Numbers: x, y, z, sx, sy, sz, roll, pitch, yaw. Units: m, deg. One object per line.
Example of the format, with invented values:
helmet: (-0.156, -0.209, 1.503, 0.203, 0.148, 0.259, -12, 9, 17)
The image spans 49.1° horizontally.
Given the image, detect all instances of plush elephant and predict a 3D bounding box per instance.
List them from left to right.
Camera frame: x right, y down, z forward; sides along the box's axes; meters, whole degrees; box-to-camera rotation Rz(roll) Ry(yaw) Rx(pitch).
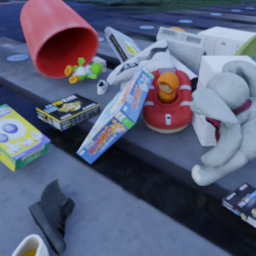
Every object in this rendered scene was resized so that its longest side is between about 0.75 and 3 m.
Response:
plush elephant: (2.258, -0.267, 6.296, 2.193, 2.663, 2.062, -29, 79, -31)

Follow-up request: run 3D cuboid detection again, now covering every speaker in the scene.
speaker: (1.901, -2.125, 10.716, 0.682, 0.682, 1.680, -20, 53, -30)

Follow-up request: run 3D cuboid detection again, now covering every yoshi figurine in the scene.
yoshi figurine: (-1.707, -2.373, 11.581, 0.922, 0.925, 1.646, 26, 33, 30)

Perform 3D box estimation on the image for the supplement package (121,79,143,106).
supplement package: (0.456, -1.356, 10.351, 1.306, 0.715, 0.743, 20, 36, 29)

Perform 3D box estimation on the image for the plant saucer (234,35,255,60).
plant saucer: (3.934, -2.056, 8.740, 2.218, 2.218, 0.345, -15, 44, -23)

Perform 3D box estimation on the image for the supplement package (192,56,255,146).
supplement package: (2.713, -0.759, 7.874, 1.347, 2.222, 1.331, 0, 32, -2)

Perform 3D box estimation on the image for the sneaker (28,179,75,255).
sneaker: (-1.385, 1.677, 5.516, 0.847, 0.488, 1.623, -26, 36, -29)

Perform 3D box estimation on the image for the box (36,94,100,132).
box: (-1.978, -0.565, 9.350, 1.330, 0.411, 1.665, 24, 38, 36)

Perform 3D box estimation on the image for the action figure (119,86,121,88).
action figure: (-0.062, -1.815, 11.327, 0.558, 0.479, 0.939, 14, 32, -5)

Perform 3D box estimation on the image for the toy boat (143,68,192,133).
toy boat: (1.198, -1.055, 8.522, 1.539, 1.541, 2.358, -1, 61, 6)

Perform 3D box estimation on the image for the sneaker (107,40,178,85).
sneaker: (0.579, -1.929, 10.064, 2.530, 1.454, 0.951, -33, 12, -3)

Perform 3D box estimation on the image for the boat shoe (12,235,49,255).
boat shoe: (-1.761, 2.468, 3.961, 0.742, 0.731, 2.092, 8, 32, 13)

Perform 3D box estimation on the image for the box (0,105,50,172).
box: (-3.057, 0.115, 7.026, 1.950, 0.472, 1.144, 34, 36, 15)

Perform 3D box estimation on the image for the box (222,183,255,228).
box: (2.590, 1.609, 5.917, 0.853, 0.212, 0.847, -21, 38, -32)

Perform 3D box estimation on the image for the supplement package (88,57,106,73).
supplement package: (-1.482, -2.983, 13.253, 0.520, 0.526, 0.868, -19, 36, -29)

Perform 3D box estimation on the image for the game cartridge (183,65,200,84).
game cartridge: (2.123, -2.571, 12.565, 2.461, 0.472, 1.596, 16, 36, 25)

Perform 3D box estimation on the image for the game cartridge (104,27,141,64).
game cartridge: (0.095, -3.133, 11.941, 1.702, 0.517, 2.553, 12, 43, -53)

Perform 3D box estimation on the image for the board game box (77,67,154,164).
board game box: (-0.255, -0.451, 7.806, 0.480, 1.886, 2.786, 40, 32, -11)

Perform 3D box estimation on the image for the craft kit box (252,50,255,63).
craft kit box: (3.816, -1.201, 7.433, 0.656, 2.669, 2.702, 4, 53, 9)

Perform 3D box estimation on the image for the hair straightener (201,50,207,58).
hair straightener: (3.156, -2.603, 11.439, 0.307, 1.502, 0.578, -27, 13, 5)

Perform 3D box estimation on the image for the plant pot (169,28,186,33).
plant pot: (1.947, -3.571, 12.331, 1.391, 1.391, 0.974, 10, 41, 16)

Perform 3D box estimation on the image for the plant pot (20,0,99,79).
plant pot: (-3.033, -3.918, 11.650, 2.842, 2.842, 2.514, -21, 67, -31)

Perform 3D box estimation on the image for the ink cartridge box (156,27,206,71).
ink cartridge box: (2.118, -3.080, 11.175, 1.762, 0.545, 2.173, 18, -5, 14)

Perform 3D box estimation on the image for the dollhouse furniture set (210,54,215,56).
dollhouse furniture set: (2.914, -1.747, 9.061, 0.981, 1.095, 1.382, 7, 0, 7)

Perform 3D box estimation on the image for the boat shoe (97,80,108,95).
boat shoe: (-1.058, -1.712, 11.274, 0.398, 0.378, 1.104, 5, 31, 8)

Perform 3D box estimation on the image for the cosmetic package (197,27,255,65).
cosmetic package: (4.394, -3.397, 12.712, 2.139, 1.790, 1.779, 25, 39, 35)
